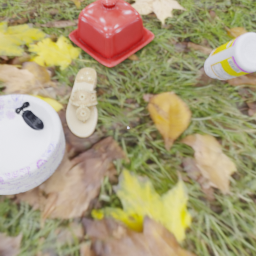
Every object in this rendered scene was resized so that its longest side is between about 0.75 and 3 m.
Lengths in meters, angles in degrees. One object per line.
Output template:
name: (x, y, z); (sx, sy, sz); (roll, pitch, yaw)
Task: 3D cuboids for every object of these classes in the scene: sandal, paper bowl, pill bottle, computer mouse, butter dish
sandal: (-1.622, -1.178, 9.804); (1.104, 0.990, 3.010); (1, 57, 0)
paper bowl: (-3.353, 0.553, 8.303); (2.919, 1.518, 2.919); (1, 53, -2)
pill bottle: (3.398, -2.221, 9.182); (1.148, 2.202, 1.148); (0, 90, -14)
computer mouse: (-2.862, -0.272, 8.192); (0.946, 0.249, 0.655); (50, 32, -15)
butter dish: (-0.710, -4.271, 11.187); (2.805, 2.073, 2.797); (-39, 64, -22)
